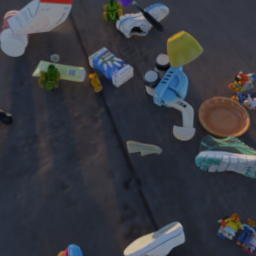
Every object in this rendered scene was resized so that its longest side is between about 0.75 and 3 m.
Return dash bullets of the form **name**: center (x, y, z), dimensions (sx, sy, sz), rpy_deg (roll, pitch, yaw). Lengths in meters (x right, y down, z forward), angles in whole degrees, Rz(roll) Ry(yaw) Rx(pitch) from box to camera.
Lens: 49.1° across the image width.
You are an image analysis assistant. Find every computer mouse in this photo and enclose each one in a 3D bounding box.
- **computer mouse**: center (-4.955, 0.155, 9.662), dimensions (1.131, 0.452, 2.062), rpy_deg (20, 51, 8)

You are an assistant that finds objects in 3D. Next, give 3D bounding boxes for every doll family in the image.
- **doll family**: center (3.100, 2.807, 7.681), dimensions (1.221, 0.550, 0.758), rpy_deg (28, 59, 18)
- **doll family**: center (4.386, -1.316, 10.648), dimensions (0.988, 0.717, 1.592), rpy_deg (-9, 73, -15)

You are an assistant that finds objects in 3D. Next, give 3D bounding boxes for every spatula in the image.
- **spatula**: center (0.564, -5.251, 12.433), dimensions (2.890, 0.297, 0.817), rpy_deg (47, 110, 11)

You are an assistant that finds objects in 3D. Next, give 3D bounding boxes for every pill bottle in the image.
- **pill bottle**: center (-4.952, -4.100, 12.249), dimensions (1.109, 1.109, 1.942), rpy_deg (-7, 54, -5)

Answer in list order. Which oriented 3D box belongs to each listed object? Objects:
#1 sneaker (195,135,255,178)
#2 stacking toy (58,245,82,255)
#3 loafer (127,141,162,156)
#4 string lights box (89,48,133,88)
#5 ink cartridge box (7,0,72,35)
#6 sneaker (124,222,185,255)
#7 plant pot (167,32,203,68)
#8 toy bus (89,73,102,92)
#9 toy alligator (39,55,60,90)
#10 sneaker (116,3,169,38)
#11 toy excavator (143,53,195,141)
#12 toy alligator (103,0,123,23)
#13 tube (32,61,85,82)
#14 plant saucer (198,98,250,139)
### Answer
- **sneaker**: center (3.501, 0.789, 8.864), dimensions (2.644, 1.026, 1.206), rpy_deg (9, 53, 4)
- **stacking toy**: center (-1.863, 3.607, 7.115), dimensions (1.417, 0.823, 0.778), rpy_deg (-21, 51, 2)
- **loafer**: center (0.498, 0.715, 8.909), dimensions (1.167, 0.442, 0.399), rpy_deg (12, 80, -10)
- **string lights box**: center (-0.705, -2.485, 11.439), dimensions (0.887, 0.509, 1.727), rpy_deg (-40, 64, -21)
- **ink cartridge box**: center (-3.110, -4.861, 11.536), dimensions (2.969, 0.847, 2.413), rpy_deg (-17, 14, 27)
- **sneaker**: center (0.747, 3.145, 7.398), dimensions (1.698, 0.620, 0.601), rpy_deg (-23, 93, -5)
- **plant pot**: center (1.754, -2.661, 9.242), dimensions (1.161, 0.824, 1.161), rpy_deg (-28, 24, 14)
- **toy bus**: center (-1.268, -1.754, 11.010), dimensions (0.294, 0.354, 0.904), rpy_deg (-27, 57, 5)
- **toy alligator**: center (-2.827, -1.866, 10.200), dimensions (0.707, 2.134, 0.513), rpy_deg (-4, 71, -23)
- **sneaker**: center (0.829, -4.825, 12.985), dimensions (2.598, 0.974, 1.126), rpy_deg (-25, 65, -8)
- **toy excavator**: center (1.657, -1.098, 9.999), dimensions (2.512, 1.255, 2.442), rpy_deg (30, 76, 18)
- **toy alligator**: center (-0.715, -5.815, 13.772), dimensions (0.891, 0.646, 2.688), rpy_deg (-8, 49, 8)
- **tube**: center (-2.733, -2.237, 11.104), dimensions (2.101, 0.545, 0.609), rpy_deg (11, 21, 15)
- **plant saucer**: center (3.403, -0.333, 10.051), dimensions (1.783, 0.334, 1.783), rpy_deg (0, 54, 0)
